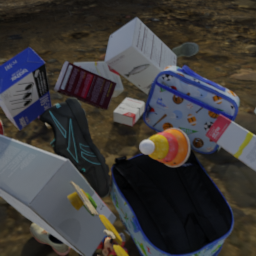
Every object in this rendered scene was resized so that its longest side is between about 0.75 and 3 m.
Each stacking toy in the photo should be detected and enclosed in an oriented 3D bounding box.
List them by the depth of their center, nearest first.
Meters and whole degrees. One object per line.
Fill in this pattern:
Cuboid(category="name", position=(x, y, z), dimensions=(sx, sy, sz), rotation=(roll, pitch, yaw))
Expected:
Cuboid(category="stacking toy", position=(0.673, 0.427, 6.102), dimensions=(1.238, 0.904, 0.904), rotation=(5, 27, -45))

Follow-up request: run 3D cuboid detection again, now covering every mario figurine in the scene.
Cuboid(category="mario figurine", position=(-0.624, 2.956, 7.627), dimensions=(1.511, 0.801, 0.933), rotation=(24, 44, 30))

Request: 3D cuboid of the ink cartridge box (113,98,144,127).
Cuboid(category="ink cartridge box", position=(0.055, -0.718, 12.451), dimensions=(0.948, 0.535, 1.291), rotation=(17, 42, 21))

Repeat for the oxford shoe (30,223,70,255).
Cuboid(category="oxford shoe", position=(-2.199, 2.965, 7.816), dimensions=(1.415, 0.522, 0.501), rotation=(19, 42, 23))

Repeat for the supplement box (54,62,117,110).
Cuboid(category="supplement box", position=(-1.289, -1.245, 8.523), dimensions=(1.666, 0.907, 0.507), rotation=(22, -7, -19))

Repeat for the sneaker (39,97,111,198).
Cuboid(category="sneaker", position=(-1.349, 0.625, 7.314), dimensions=(1.097, 1.043, 2.768), rotation=(-23, 86, -24))

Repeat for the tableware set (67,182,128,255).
Cuboid(category="tableware set", position=(-0.308, 1.662, 4.112), dimensions=(0.290, 1.275, 1.893), rotation=(-38, 69, -9))

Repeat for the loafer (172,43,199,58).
Cuboid(category="loafer", position=(2.231, -2.976, 10.626), dimensions=(0.473, 0.510, 1.357), rotation=(-21, 17, -26))

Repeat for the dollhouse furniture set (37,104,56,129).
Cuboid(category="dollhouse furniture set", position=(-3.351, -0.790, 12.160), dimensions=(1.130, 1.012, 1.426), rotation=(-20, 43, -23))

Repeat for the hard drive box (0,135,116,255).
Cuboid(category="hard drive box", position=(-1.859, 1.374, 5.945), dimensions=(2.629, 2.049, 1.010), rotation=(12, 53, 40))

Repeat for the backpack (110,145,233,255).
Cuboid(category="backpack", position=(1.121, 2.180, 7.455), dimensions=(2.704, 2.171, 2.955), rotation=(-15, 45, -18))

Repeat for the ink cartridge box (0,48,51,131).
Cuboid(category="ink cartridge box", position=(-3.006, -0.961, 8.095), dimensions=(1.369, 2.911, 0.644), rotation=(-42, 85, -20))

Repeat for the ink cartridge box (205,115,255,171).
Cuboid(category="ink cartridge box", position=(2.832, 0.473, 6.725), dimensions=(1.160, 0.666, 1.598), rotation=(24, 13, -49))

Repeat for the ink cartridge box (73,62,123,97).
Cuboid(category="ink cartridge box", position=(-1.166, -1.716, 10.166), dimensions=(1.664, 0.689, 1.212), rotation=(-10, 77, -32))

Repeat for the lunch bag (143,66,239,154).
Cuboid(category="lunch bag", position=(1.794, -0.610, 8.440), dimensions=(2.699, 2.163, 1.020), rotation=(27, 35, 11))

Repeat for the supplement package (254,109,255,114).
Cuboid(category="supplement package", position=(4.782, -0.348, 6.799), dimensions=(1.623, 1.563, 2.853), rotation=(14, 22, -13))

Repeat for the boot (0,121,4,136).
Cuboid(category="boot", position=(-3.899, 0.168, 8.216), dimensions=(0.599, 1.194, 1.654), rotation=(-5, 72, -31))

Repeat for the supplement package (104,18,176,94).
Cuboid(category="supplement package", position=(0.504, -2.446, 9.942), dimensions=(1.341, 2.294, 1.345), rotation=(-19, 52, 42))

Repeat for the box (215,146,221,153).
Cuboid(category="box", position=(2.960, 0.004, 11.641), dimensions=(2.291, 0.416, 1.653), rotation=(22, 43, 27))
